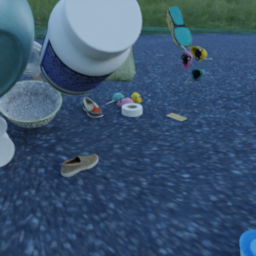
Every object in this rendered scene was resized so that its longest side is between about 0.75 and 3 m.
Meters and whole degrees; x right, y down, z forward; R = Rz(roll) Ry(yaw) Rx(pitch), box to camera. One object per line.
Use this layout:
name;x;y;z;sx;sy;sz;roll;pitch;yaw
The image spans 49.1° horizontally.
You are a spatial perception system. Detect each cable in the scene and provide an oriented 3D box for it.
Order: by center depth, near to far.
cable;-2.434;-1.703;6.886;0.882;0.882;0.305;9;25;-40

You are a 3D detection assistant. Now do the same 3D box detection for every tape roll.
tape roll;0.153;-0.693;10.863;0.792;0.277;0.792;0;24;0

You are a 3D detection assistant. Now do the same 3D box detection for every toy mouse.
toy mouse;1.425;-1.351;6.063;0.202;0.930;1.046;-17;48;-21
toy mouse;-0.192;-1.211;11.897;1.592;0.347;1.791;-5;25;-11

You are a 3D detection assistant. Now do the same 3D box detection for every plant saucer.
plant saucer;-2.686;-1.176;4.955;0.566;2.939;2.939;40;38;14

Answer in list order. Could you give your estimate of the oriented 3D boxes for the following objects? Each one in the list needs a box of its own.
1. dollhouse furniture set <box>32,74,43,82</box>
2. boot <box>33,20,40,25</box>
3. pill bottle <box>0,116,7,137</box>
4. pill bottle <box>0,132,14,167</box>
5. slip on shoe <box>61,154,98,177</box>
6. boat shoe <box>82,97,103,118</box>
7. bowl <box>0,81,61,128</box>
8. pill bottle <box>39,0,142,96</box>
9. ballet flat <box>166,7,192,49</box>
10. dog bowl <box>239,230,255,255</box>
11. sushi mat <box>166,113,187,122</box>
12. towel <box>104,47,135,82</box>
dollhouse furniture set;-2.861;-2.475;10.364;1.750;0.775;0.907;-38;24;-4
boot;-3.361;-1.474;6.078;1.994;2.883;1.117;21;22;-23
pill bottle;-3.092;-0.150;6.182;0.525;0.525;0.906;-20;34;-37
pill bottle;-3.947;0.335;7.696;1.058;1.058;1.931;-21;32;-38
slip on shoe;-1.256;0.892;7.345;1.142;0.346;0.434;-21;32;-38
boat shoe;-1.403;-0.789;10.893;0.493;0.433;1.385;-12;28;-27
bowl;-3.299;-0.629;9.611;2.011;0.944;2.011;5;48;-6
pill bottle;-0.781;-1.485;5.033;1.412;1.412;2.441;-11;-1;-23
ballet flat;1.317;-2.534;7.384;0.519;0.519;1.468;-5;64;-11
dog bowl;2.579;2.163;4.572;1.482;0.367;0.826;5;25;12
sushi mat;1.818;-0.399;10.503;0.361;0.046;0.755;-21;32;-38
towel;-0.704;-2.351;7.704;1.696;2.286;0.417;-5;-4;-8
